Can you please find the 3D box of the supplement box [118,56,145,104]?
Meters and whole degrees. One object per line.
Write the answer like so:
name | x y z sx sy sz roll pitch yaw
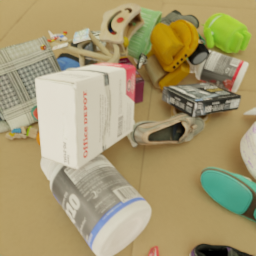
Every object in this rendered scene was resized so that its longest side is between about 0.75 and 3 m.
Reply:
supplement box | -0.085 -1.822 10.729 0.759 0.978 1.773 -15 49 -17

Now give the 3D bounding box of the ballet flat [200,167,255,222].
ballet flat | 3.356 1.927 7.462 2.996 1.009 1.054 31 28 24

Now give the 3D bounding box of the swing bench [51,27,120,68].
swing bench | -1.161 -1.811 9.805 2.371 2.358 1.538 34 56 27

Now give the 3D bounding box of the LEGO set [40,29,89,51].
LEGO set | -2.078 -2.962 9.115 1.608 0.395 1.201 -16 34 4

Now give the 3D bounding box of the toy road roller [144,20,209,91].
toy road roller | 1.394 -2.695 10.144 1.898 2.600 1.597 0 56 -46

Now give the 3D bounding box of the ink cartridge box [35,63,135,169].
ink cartridge box | -0.898 -0.463 6.896 1.118 1.919 2.651 12 23 25

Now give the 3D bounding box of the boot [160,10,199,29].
boot | 2.443 -5.248 14.199 1.364 0.707 2.087 -34 49 -20

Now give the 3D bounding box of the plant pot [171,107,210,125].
plant pot | 2.274 -0.582 10.151 1.432 0.197 1.432 1 47 -1

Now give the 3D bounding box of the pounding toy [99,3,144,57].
pounding toy | -0.097 -3.426 9.981 1.357 1.361 2.373 -3 59 16

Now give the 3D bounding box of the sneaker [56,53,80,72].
sneaker | -2.963 -2.312 11.226 2.560 0.983 1.424 -3 44 3

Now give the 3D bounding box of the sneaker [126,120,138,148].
sneaker | 0.045 0.169 9.077 0.413 0.363 1.031 4 57 -33

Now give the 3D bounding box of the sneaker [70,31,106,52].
sneaker | -1.466 -3.897 12.741 2.263 0.839 1.002 -19 48 -16

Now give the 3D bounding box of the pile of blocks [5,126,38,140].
pile of blocks | -3.487 0.118 9.278 1.110 0.456 0.345 -4 22 2

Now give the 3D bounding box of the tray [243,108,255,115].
tray | 4.979 -0.503 8.784 1.360 0.281 2.532 1 3 -14

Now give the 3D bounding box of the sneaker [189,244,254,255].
sneaker | 2.402 3.082 6.350 1.917 0.839 0.726 6 48 5

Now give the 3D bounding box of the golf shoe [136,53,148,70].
golf shoe | 0.532 -2.445 10.387 0.364 0.300 0.770 24 63 -12

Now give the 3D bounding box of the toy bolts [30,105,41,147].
toy bolts | -2.655 -0.083 8.876 1.247 1.306 0.906 -50 23 -27

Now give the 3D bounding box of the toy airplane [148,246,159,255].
toy airplane | 0.344 3.139 6.391 1.248 0.230 1.248 -9 6 1

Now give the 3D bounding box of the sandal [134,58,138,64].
sandal | 0.617 -3.728 12.784 0.875 0.654 2.284 9 69 2

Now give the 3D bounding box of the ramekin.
ramekin | 0.505 -3.778 11.272 1.016 2.080 2.080 22 50 4

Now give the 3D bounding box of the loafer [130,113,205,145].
loafer | 1.389 0.137 8.609 2.650 0.953 0.833 -9 15 -26

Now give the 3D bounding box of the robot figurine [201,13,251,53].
robot figurine | 4.436 -4.357 12.825 2.043 1.347 2.329 -22 52 -24

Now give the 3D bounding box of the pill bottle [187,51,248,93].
pill bottle | 3.404 -2.308 10.983 2.186 1.210 1.210 25 52 18

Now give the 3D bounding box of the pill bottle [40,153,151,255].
pill bottle | -0.941 1.591 7.156 1.662 1.662 2.921 -31 53 -25

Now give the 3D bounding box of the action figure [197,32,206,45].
action figure | 2.887 -3.710 11.486 0.929 0.254 0.549 31 20 -30

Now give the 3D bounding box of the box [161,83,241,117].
box | 2.504 -1.028 9.680 2.122 0.528 1.674 -9 29 -28

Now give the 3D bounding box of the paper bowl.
paper bowl | 4.245 0.848 7.873 2.224 1.157 2.224 9 48 -10

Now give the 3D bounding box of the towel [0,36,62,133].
towel | -3.623 -1.507 9.627 2.873 2.766 0.496 -24 10 -20
